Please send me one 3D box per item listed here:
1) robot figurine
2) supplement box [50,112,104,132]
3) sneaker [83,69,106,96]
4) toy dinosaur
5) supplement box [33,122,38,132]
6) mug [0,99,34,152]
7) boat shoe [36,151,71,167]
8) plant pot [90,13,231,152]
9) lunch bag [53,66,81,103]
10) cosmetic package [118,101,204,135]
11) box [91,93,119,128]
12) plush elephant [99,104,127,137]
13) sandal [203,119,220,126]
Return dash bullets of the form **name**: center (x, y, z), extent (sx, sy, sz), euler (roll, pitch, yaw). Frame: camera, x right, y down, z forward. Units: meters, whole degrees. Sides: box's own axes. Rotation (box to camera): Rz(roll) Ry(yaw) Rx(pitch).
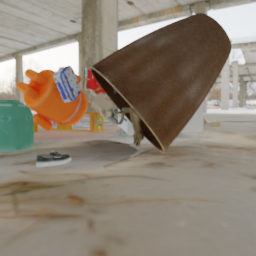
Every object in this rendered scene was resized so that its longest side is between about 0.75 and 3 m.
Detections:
- **robot figurine**: center (-2.796, -1.099, 10.852), extent (1.712, 2.112, 2.936), euler (-18, -32, 31)
- **supplement box**: center (-2.608, -0.337, 13.477), extent (2.879, 0.990, 0.958), euler (5, 8, 25)
- **sneaker**: center (-1.321, -1.996, 12.268), extent (0.993, 0.900, 2.338), euler (3, -3, 9)
- **toy dinosaur**: center (0.375, -0.905, 7.716), extent (1.402, 2.773, 0.807), euler (18, 10, -31)
- **supplement box**: center (-4.722, -0.127, 12.805), extent (0.939, 0.632, 0.952), euler (-3, 5, -32)
- **mug**: center (-3.634, -0.121, 7.959), extent (1.806, 1.359, 2.198), euler (-2, 5, -20)
- **boat shoe**: center (-1.481, 0.601, 5.670), extent (0.290, 0.285, 0.804), euler (3, 6, 37)
- **plant pot**: center (1.060, -1.389, 7.152), extent (2.972, 2.777, 2.777), euler (-41, 9, -4)
- **lunch bag**: center (-2.057, -1.453, 9.536), extent (0.442, 1.171, 0.938), euler (-8, 32, 19)
- **cosmetic package**: center (1.062, -1.244, 9.404), extent (2.600, 2.608, 1.603), euler (-2, 12, -14)
- **box**: center (-0.847, -0.779, 12.449), extent (1.556, 0.605, 0.739), euler (40, -20, 1)
- **plush elephant**: center (-0.207, -0.612, 10.944), extent (1.566, 1.901, 1.472), euler (37, -11, -39)
- **sandal**: center (4.497, -0.475, 16.930), extent (2.076, 0.683, 0.761), euler (2, 5, 19)
